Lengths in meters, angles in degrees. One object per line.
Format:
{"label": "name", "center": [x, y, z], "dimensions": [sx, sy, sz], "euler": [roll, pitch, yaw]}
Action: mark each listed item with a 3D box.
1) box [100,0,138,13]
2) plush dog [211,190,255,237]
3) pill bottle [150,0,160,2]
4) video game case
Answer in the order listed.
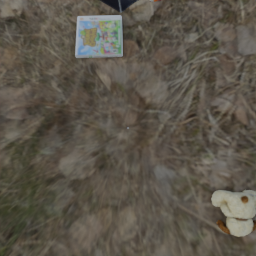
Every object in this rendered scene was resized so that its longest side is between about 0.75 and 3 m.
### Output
{"label": "box", "center": [-0.175, -3.145, 5.199], "dimensions": [1.458, 0.833, 1.601], "euler": [-40, 60, -17]}
{"label": "plush dog", "center": [2.414, 1.873, 6.043], "dimensions": [1.072, 0.860, 0.921], "euler": [0, 90, 0]}
{"label": "pill bottle", "center": [1.079, -3.212, 6.002], "dimensions": [1.336, 0.754, 0.754], "euler": [-5, 66, 12]}
{"label": "video game case", "center": [-0.852, -2.728, 8.301], "dimensions": [1.353, 0.164, 1.486], "euler": [-2, 67, 0]}
